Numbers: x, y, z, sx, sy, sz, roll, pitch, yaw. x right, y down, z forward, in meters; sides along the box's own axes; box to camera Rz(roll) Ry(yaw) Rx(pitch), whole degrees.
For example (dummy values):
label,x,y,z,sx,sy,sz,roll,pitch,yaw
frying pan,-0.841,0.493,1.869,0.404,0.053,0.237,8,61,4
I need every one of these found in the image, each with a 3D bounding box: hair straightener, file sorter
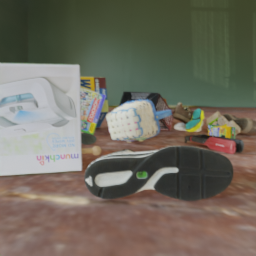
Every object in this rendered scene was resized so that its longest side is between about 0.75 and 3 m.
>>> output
label,x,y,z,sx,sy,sz,roll,pitch,yaw
hair straightener,2.878,0.508,9.542,0.925,0.492,2.403,-4,3,-32
file sorter,-0.153,-0.166,12.744,1.389,0.965,0.871,5,13,42

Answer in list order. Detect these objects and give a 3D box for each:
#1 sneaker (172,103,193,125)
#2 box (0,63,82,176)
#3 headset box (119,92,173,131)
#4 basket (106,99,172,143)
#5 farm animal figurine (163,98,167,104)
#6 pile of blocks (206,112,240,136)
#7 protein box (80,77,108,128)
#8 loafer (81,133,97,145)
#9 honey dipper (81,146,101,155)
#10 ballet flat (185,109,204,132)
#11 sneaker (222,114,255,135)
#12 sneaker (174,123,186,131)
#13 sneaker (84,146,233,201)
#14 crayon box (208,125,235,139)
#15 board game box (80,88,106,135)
label,x,y,z,sx,sy,sz,roll,pitch,yaw
sneaker,3.135,-0.597,14.392,0.787,0.844,2.235,12,-7,42
box,-2.548,-0.220,6.582,2.786,2.458,1.347,-1,6,-14
headset box,0.997,-0.736,13.742,1.910,0.964,2.570,6,-20,31
basket,0.354,-0.288,10.583,1.923,1.517,2.181,-8,12,41
farm animal figurine,0.956,-0.945,17.716,2.911,1.518,2.879,-1,-7,1
pile of blocks,4.282,0.048,12.686,0.756,0.998,2.432,42,10,-12
protein box,-2.591,-1.185,14.097,2.684,1.811,2.665,-2,-16,-15
loafer,-1.706,0.394,10.276,1.203,0.432,0.378,-1,0,11
honey dipper,-1.969,0.670,7.895,2.491,0.473,0.473,1,6,-20
ballet flat,3.319,-0.207,13.549,0.692,0.694,2.071,-15,21,33
sneaker,5.180,-0.044,13.123,0.980,0.914,2.595,19,5,-13
sneaker,2.806,-0.027,14.023,1.051,0.392,0.458,2,12,20
sneaker,0.550,0.678,5.340,2.546,0.961,1.465,-2,8,3
crayon box,3.491,0.243,10.515,0.259,0.632,1.006,-6,9,-40
board game box,-1.925,-0.730,12.123,1.440,2.140,0.312,16,-33,-3
